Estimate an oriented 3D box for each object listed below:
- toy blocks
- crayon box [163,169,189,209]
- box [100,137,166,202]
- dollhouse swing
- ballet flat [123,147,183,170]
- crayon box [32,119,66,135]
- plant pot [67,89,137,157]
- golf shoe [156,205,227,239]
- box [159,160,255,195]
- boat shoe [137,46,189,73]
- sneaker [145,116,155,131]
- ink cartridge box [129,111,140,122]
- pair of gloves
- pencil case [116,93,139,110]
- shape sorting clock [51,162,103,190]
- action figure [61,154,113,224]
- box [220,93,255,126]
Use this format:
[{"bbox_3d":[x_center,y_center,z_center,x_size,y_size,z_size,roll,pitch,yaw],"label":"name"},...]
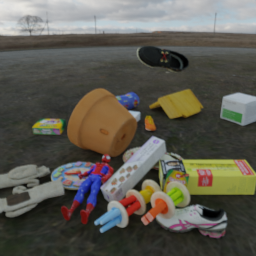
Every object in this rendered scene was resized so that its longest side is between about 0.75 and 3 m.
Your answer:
[{"bbox_3d":[0.336,2.095,7.226,2.075,0.754,1.730,-21,8,-42],"label":"toy blocks"},{"bbox_3d":[1.379,1.777,8.194,0.643,1.012,0.257,13,-19,6],"label":"crayon box"},{"bbox_3d":[0.241,1.295,8.924,0.517,0.553,2.671,20,49,37],"label":"box"},{"bbox_3d":[2.610,-1.081,15.907,2.110,1.855,1.918,-20,71,-40],"label":"dollhouse swing"},{"bbox_3d":[0.878,1.063,10.006,2.276,0.861,0.727,5,-22,13],"label":"ballet flat"},{"bbox_3d":[-3.755,-0.066,13.425,1.292,0.377,1.114,1,22,3],"label":"crayon box"},{"bbox_3d":[-0.846,-0.028,11.028,1.774,2.535,2.535,31,34,22],"label":"plant pot"},{"bbox_3d":[1.613,2.265,7.231,1.779,0.819,0.646,3,25,11],"label":"golf shoe"},{"bbox_3d":[2.465,1.570,9.003,2.883,0.722,1.085,1,22,2],"label":"box"},{"bbox_3d":[1.417,-2.792,11.175,2.323,0.850,0.728,8,-8,-32],"label":"boat shoe"},{"bbox_3d":[1.036,-0.213,13.655,0.470,0.497,1.288,-3,24,-10],"label":"sneaker"},{"bbox_3d":[-0.381,-0.429,14.240,1.469,0.434,1.835,9,23,21],"label":"ink cartridge box"},{"bbox_3d":[-3.235,1.879,8.695,2.052,0.423,2.413,-17,25,-27],"label":"pair of gloves"},{"bbox_3d":[-0.449,-1.425,15.982,2.327,0.908,1.011,-20,53,-40],"label":"pencil case"},{"bbox_3d":[-1.673,1.574,9.491,1.821,0.357,1.821,0,23,0],"label":"shape sorting clock"},{"bbox_3d":[-1.065,1.654,8.588,0.898,0.709,2.745,2,27,15],"label":"action figure"},{"bbox_3d":[5.861,-0.996,14.568,1.424,1.220,1.417,-15,27,-32],"label":"box"}]
